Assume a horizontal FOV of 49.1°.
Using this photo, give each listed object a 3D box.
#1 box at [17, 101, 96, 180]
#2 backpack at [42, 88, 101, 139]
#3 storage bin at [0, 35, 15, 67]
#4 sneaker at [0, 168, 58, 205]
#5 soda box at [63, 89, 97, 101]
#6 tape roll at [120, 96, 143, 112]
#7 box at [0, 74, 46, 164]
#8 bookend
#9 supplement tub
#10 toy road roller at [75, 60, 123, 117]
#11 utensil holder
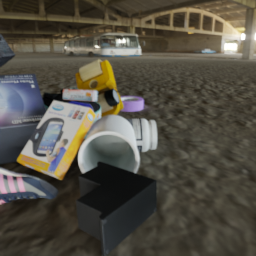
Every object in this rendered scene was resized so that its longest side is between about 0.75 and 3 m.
[{"bbox_3d":[-1.795,0.145,7.339,1.304,0.454,2.191,12,66,27],"label":"box"},{"bbox_3d":[-2.100,-0.415,10.575,1.961,1.710,2.231,-20,32,-40],"label":"backpack"},{"bbox_3d":[-5.133,-2.418,9.952,1.820,0.853,1.230,-29,13,15],"label":"storage bin"},{"bbox_3d":[-2.746,1.535,6.675,2.085,0.731,0.855,12,56,5],"label":"sneaker"},{"bbox_3d":[-1.625,-1.099,9.451,1.141,0.363,0.390,6,6,19],"label":"soda box"},{"bbox_3d":[0.040,-1.330,15.400,1.590,0.522,1.590,1,19,0],"label":"tape roll"},{"bbox_3d":[-3.994,-0.323,8.760,2.622,1.616,2.600,-8,47,-24],"label":"box"},{"bbox_3d":[-0.567,1.588,6.083,1.746,0.809,1.757,12,23,36],"label":"bookend"},{"bbox_3d":[0.093,0.265,9.496,1.627,1.142,1.142,-2,18,-3],"label":"supplement tub"},{"bbox_3d":[-1.222,-1.654,13.284,1.640,2.669,1.948,-20,-20,15],"label":"toy road roller"},{"bbox_3d":[-0.499,0.547,8.005,1.573,1.573,1.851,0,18,0],"label":"utensil holder"}]
